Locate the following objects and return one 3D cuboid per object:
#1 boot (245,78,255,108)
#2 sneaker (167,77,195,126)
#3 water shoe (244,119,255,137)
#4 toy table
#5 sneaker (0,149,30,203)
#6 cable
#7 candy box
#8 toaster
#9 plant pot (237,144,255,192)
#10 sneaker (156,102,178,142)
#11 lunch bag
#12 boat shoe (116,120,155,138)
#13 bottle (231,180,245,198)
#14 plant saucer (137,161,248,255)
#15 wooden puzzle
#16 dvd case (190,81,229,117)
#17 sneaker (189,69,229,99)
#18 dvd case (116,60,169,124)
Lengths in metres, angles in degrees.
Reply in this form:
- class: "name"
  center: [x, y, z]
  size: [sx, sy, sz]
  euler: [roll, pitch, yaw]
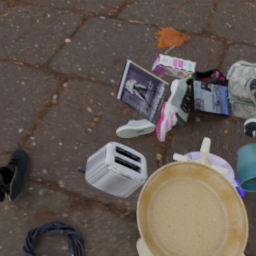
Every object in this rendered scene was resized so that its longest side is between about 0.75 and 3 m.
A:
- class: "boot"
  center: [3.811, -0.630, 7.026]
  size: [0.585, 1.223, 1.619]
  euler: [-47, 107, -10]
- class: "sneaker"
  center: [2.259, -1.189, 11.523]
  size: [0.995, 0.928, 2.511]
  euler: [-24, 41, 40]
- class: "water shoe"
  center: [3.558, -0.106, 8.034]
  size: [0.384, 1.074, 0.424]
  euler: [23, 75, 21]
- class: "toy table"
  center: [1.958, 1.030, 7.330]
  size: [1.496, 0.876, 1.375]
  euler: [2, 72, 25]
- class: "sneaker"
  center: [-3.896, 1.510, 9.492]
  size: [0.723, 1.256, 2.407]
  euler: [-5, 54, -5]
- class: "cable"
  center: [-2.275, 3.550, 8.459]
  size: [1.843, 0.468, 1.504]
  euler: [29, 58, 21]
- class: "candy box"
  center: [1.656, -2.234, 10.321]
  size: [1.369, 0.934, 0.418]
  euler: [10, 84, -8]
- class: "toaster"
  center: [-0.340, 1.122, 7.678]
  size: [1.815, 1.172, 1.031]
  euler: [28, 42, -24]
- class: "plant pot"
  center: [3.793, 1.128, 8.311]
  size: [1.206, 1.206, 1.133]
  euler: [-1, 56, -1]
- class: "sneaker"
  center: [1.243, -0.157, 8.737]
  size: [0.546, 0.503, 1.237]
  euler: [12, 97, -11]
- class: "lunch bag"
  center: [4.102, -1.179, 8.594]
  size: [1.405, 1.691, 2.017]
  euler: [-26, 25, -17]
- class: "boat shoe"
  center: [0.256, -0.015, 11.144]
  size: [1.565, 0.546, 0.558]
  euler: [-9, 47, -14]
- class: "bottle"
  center: [3.080, 2.189, 9.450]
  size: [1.564, 0.511, 0.653]
  euler: [-11, 56, -8]
- class: "plant saucer"
  center: [1.068, 1.530, 4.804]
  size: [1.915, 0.339, 1.915]
  euler: [4, 64, -7]
- class: "wooden puzzle"
  center: [2.012, 3.985, 8.000]
  size: [2.899, 0.671, 2.685]
  euler: [-16, 55, -12]
- class: "dvd case"
  center: [3.372, -1.183, 11.518]
  size: [1.825, 0.160, 1.302]
  euler: [7, 75, -24]
- class: "sneaker"
  center: [3.893, -1.970, 12.237]
  size: [2.502, 1.048, 0.960]
  euler: [8, 53, 6]
- class: "dvd case"
  center: [0.402, -1.208, 9.209]
  size: [0.151, 1.410, 1.897]
  euler: [-14, 41, -44]
